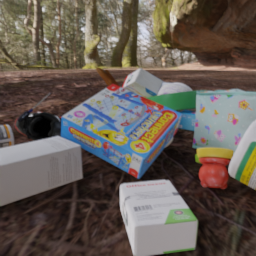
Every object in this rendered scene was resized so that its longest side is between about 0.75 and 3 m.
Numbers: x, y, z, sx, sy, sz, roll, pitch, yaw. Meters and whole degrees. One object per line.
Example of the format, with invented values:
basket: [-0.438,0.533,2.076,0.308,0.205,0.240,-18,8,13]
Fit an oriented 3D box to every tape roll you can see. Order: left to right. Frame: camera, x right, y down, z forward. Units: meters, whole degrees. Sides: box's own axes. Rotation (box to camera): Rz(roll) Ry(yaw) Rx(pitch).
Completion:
tape roll: [2.105,-1.059,12.309,2.979,0.716,2.979,-6,0,0]

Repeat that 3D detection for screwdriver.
screwdriver: [-3.059,-0.673,9.231,0.206,0.198,1.417,39,66,18]

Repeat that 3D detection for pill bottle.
pill bottle: [-4.236,0.382,8.448,1.365,0.794,0.794,-11,19,-34]
pill bottle: [3.137,0.855,5.007,2.282,1.287,1.287,29,28,29]

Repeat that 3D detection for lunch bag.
lunch bag: [3.113,-0.164,8.069,1.352,1.889,2.218,-5,10,-40]

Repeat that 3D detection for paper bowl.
paper bowl: [2.211,-1.284,12.427,1.788,1.788,0.930,10,60,32]

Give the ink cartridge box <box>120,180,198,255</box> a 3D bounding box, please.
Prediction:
ink cartridge box: [0.446,1.481,4.838,0.998,0.576,1.372,-3,16,-10]

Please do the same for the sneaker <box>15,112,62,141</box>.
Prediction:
sneaker: [-2.918,-0.059,9.171,2.802,0.990,1.369,10,-3,32]

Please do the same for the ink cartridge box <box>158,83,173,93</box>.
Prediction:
ink cartridge box: [1.807,-2.455,16.983,2.726,0.590,2.677,3,14,-8]

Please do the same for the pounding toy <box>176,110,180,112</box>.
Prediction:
pounding toy: [1.965,-0.785,12.249,0.719,1.011,0.931,-10,18,-33]

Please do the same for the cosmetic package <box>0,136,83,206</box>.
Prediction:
cosmetic package: [-2.252,0.888,6.345,2.157,0.915,1.161,-14,20,-39]

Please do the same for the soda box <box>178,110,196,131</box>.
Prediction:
soda box: [2.930,-0.206,10.821,2.039,0.654,0.692,13,20,37]

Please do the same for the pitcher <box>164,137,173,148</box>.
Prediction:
pitcher: [0.696,0.342,8.850,1.221,0.740,1.048,-18,15,-18]

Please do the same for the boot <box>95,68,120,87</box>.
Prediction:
boot: [-0.884,-2.335,15.061,0.834,2.436,2.293,-38,-6,22]

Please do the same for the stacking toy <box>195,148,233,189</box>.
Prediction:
stacking toy: [2.546,1.065,6.733,2.038,0.861,1.845,5,-12,2]

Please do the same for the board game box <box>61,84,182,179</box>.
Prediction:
board game box: [-0.107,-0.080,7.741,2.428,0.693,2.479,25,39,18]

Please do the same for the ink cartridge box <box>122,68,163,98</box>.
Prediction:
ink cartridge box: [0.582,-2.099,14.030,1.330,0.770,2.289,27,-12,-17]
